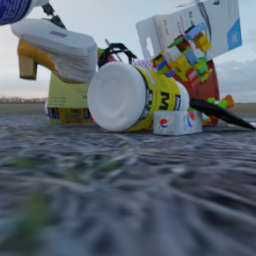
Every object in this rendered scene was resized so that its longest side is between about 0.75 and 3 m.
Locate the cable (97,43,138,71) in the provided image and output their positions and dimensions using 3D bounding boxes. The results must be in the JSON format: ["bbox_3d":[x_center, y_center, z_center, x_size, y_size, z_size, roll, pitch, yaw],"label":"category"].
[{"bbox_3d":[-0.356,-1.816,8.190,1.118,1.371,0.348,43,-12,-25],"label":"cable"}]

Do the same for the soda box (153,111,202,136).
[{"bbox_3d":[1.160,-0.123,6.265,0.531,0.494,1.557,2,3,35],"label":"soda box"}]

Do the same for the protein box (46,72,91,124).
[{"bbox_3d":[-1.906,-1.021,9.607,1.509,1.520,1.026,1,-31,-7],"label":"protein box"}]

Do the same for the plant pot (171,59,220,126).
[{"bbox_3d":[1.677,-1.174,9.929,2.492,2.563,2.563,-8,2,7],"label":"plant pot"}]

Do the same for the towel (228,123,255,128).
[{"bbox_3d":[3.741,-0.084,8.801,0.932,0.150,0.890,1,4,37],"label":"towel"}]

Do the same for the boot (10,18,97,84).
[{"bbox_3d":[-1.798,-1.812,6.798,2.407,1.151,0.885,25,50,21],"label":"boot"}]

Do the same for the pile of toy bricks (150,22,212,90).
[{"bbox_3d":[1.299,-1.361,5.924,1.259,1.120,2.269,-40,11,2],"label":"pile of toy bricks"}]

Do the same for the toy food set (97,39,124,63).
[{"bbox_3d":[-0.798,-2.388,10.312,0.367,1.261,1.827,-38,3,-17],"label":"toy food set"}]

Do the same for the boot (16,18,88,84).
[{"bbox_3d":[-2.024,-2.334,8.437,2.604,1.864,0.916,3,-7,-6],"label":"boot"}]

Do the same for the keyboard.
[{"bbox_3d":[2.217,-0.378,6.978,2.139,0.220,1.359,18,1,-44],"label":"keyboard"}]

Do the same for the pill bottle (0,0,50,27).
[{"bbox_3d":[-2.631,-2.624,4.803,1.782,1.782,2.978,2,28,25],"label":"pill bottle"}]

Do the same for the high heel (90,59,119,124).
[{"bbox_3d":[-0.826,-1.247,9.068,1.110,2.314,0.779,29,-12,14],"label":"high heel"}]

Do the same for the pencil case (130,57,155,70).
[{"bbox_3d":[0.521,-1.806,8.068,0.904,0.379,0.386,-10,4,4],"label":"pencil case"}]

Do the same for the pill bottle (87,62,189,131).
[{"bbox_3d":[0.425,-0.729,7.263,1.572,1.572,2.751,2,3,36],"label":"pill bottle"}]

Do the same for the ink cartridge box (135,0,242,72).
[{"bbox_3d":[1.861,-2.766,8.295,2.938,1.702,0.980,-26,28,-15],"label":"ink cartridge box"}]

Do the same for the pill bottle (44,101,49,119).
[{"bbox_3d":[-2.878,-0.801,11.452,1.072,1.072,1.909,-1,-1,-21],"label":"pill bottle"}]

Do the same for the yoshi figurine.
[{"bbox_3d":[2.389,-0.623,8.420,1.395,0.784,0.781,-25,33,-1],"label":"yoshi figurine"}]

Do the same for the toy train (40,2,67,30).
[{"bbox_3d":[-2.025,-3.027,8.157,0.325,1.906,0.436,-32,10,11],"label":"toy train"}]
